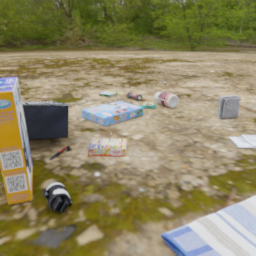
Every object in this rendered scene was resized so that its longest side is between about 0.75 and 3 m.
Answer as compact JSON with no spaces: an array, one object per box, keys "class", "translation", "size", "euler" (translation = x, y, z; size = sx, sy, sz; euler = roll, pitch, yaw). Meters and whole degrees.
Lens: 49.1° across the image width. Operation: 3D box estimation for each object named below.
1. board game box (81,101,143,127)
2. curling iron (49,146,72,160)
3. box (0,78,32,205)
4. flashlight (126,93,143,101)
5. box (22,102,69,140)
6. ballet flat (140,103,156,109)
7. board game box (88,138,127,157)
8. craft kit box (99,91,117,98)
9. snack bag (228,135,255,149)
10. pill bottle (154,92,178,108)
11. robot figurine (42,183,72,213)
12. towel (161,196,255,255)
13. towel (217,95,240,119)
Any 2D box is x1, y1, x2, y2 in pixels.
[{"class":"board game box","translation":[-0.695,-0.701,12.683],"size":[2.251,0.412,1.703],"euler":[-17,26,-39]},{"class":"curling iron","translation":[-2.159,0.794,8.976],"size":[0.244,0.126,0.984],"euler":[12,23,28]},{"class":"box","translation":[-2.787,0.072,6.734],"size":[0.620,2.991,1.780],"euler":[-6,21,-17]},{"class":"flashlight","translation":[0.350,-1.795,15.804],"size":[0.379,0.381,1.120],"euler":[11,10,-36]},{"class":"box","translation":[-3.276,-0.296,9.723],"size":[1.987,1.235,2.003],"euler":[-3,9,-27]},{"class":"ballet flat","translation":[0.996,-1.133,14.072],"size":[0.832,0.293,0.280],"euler":[4,21,13]},{"class":"board game box","translation":[-0.659,0.623,9.216],"size":[1.198,0.277,0.908],"euler":[1,20,3]},{"class":"craft kit box","translation":[-1.184,-2.014,16.693],"size":[0.817,0.198,0.807],"euler":[12,26,30]},{"class":"snack bag","translation":[4.200,0.478,9.870],"size":[1.067,0.114,1.006],"euler":[-1,20,-1]},{"class":"pill bottle","translation":[1.923,-1.469,14.407],"size":[0.700,0.700,1.239],"euler":[-12,23,-31]},{"class":"robot figurine","translation":[-1.593,1.573,6.314],"size":[0.488,0.588,0.782],"euler":[-25,28,-16]},{"class":"towel","translation":[2.362,2.082,5.096],"size":[2.903,0.346,2.132],"euler":[-10,21,-26]},{"class":"towel","translation":[4.456,-0.903,12.371],"size":[0.846,1.021,0.437],"euler":[-5,22,-10]}]
